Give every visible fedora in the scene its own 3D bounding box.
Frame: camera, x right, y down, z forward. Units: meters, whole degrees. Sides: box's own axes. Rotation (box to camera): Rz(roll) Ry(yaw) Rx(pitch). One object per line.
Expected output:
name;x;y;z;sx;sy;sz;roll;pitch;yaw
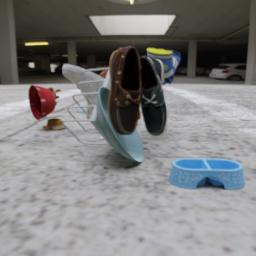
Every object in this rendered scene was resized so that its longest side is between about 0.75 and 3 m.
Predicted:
fedora;-3.143;-0.175;11.999;1.045;0.426;1.045;-1;12;0

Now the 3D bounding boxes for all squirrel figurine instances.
squirrel figurine;-3.357;-1.252;12.004;0.862;0.804;0.610;-6;-4;17

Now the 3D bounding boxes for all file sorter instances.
file sorter;-1.000;-0.671;9.117;1.366;2.193;1.522;-1;-34;26

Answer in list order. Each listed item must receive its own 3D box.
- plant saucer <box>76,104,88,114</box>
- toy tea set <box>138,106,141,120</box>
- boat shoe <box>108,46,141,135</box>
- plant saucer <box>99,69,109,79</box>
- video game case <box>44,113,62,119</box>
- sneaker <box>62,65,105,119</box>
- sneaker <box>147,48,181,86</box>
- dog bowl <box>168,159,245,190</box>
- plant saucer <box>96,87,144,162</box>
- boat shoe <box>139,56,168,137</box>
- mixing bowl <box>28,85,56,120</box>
plant saucer;-2.059;-1.192;16.888;2.198;0.423;2.198;1;12;0
toy tea set;0.346;-0.625;9.539;0.596;0.371;1.002;37;53;19
boat shoe;-0.055;-0.979;7.655;0.855;2.430;0.855;-9;7;-33
plant saucer;-0.486;-1.613;12.487;2.112;2.112;0.395;1;11;7
video game case;-3.344;-0.543;11.742;0.766;0.096;0.842;13;13;28
sneaker;-1.481;-1.200;11.046;2.889;1.670;1.064;26;-6;-20
sneaker;1.224;-2.201;10.156;1.109;1.234;2.999;8;15;17
dog bowl;1.777;1.011;6.366;1.708;0.423;0.952;1;12;3
plant saucer;-0.312;-0.022;7.810;0.453;2.352;2.352;-29;6;14
boat shoe;0.618;-0.883;7.955;0.822;2.288;0.774;-5;-2;26
mixing bowl;-2.874;-0.889;9.532;0.648;1.196;1.196;-12;17;-36
